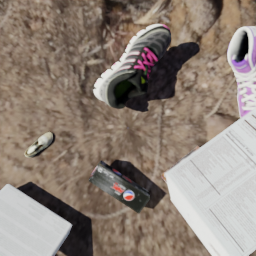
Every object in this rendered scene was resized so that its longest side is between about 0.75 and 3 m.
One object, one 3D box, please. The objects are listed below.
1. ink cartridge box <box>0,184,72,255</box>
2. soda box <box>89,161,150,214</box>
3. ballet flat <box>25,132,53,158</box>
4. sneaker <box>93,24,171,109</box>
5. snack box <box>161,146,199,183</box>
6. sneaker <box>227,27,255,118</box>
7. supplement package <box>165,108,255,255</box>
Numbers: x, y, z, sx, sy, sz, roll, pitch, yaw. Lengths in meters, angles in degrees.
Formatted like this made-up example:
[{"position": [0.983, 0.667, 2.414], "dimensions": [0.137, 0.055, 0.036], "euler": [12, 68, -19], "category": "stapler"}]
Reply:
[{"position": [-2.880, 2.855, 6.568], "dimensions": [2.036, 0.601, 2.544], "euler": [31, 49, 5], "category": "ink cartridge box"}, {"position": [-0.221, 1.524, 7.298], "dimensions": [1.571, 0.497, 0.556], "euler": [35, 95, -5], "category": "soda box"}, {"position": [-2.471, 0.483, 7.778], "dimensions": [0.317, 0.293, 0.941], "euler": [44, 83, 7], "category": "ballet flat"}, {"position": [0.259, -1.494, 7.333], "dimensions": [2.636, 0.972, 1.153], "euler": [-44, 46, 9], "category": "sneaker"}, {"position": [1.572, 1.088, 7.701], "dimensions": [1.329, 0.162, 0.478], "euler": [-37, 72, -6], "category": "snack box"}, {"position": [2.993, -1.140, 7.044], "dimensions": [1.556, 0.989, 2.730], "euler": [-9, 95, -46], "category": "sneaker"}, {"position": [2.553, 1.329, 6.232], "dimensions": [2.725, 2.606, 2.004], "euler": [-35, 64, -6], "category": "supplement package"}]
